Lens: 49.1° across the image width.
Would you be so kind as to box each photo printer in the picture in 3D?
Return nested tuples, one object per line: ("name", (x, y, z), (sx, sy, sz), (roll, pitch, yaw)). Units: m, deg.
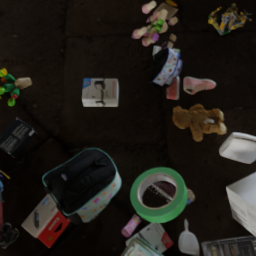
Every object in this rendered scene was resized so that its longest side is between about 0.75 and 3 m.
("photo printer", (4.148, 0.727, 10.134), (1.291, 1.551, 0.539), (16, 67, 7))

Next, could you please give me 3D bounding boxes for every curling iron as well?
("curling iron", (-4.396, 2.665, 9.759), (0.717, 0.370, 2.892), (-24, 67, 4))

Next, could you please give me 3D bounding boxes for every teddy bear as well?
("teddy bear", (2.826, -0.246, 11.173), (2.247, 0.750, 1.629), (-13, 72, -14))

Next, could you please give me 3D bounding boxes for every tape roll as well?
("tape roll", (0.974, 2.130, 9.042), (1.807, 0.434, 1.807), (-14, 43, 13))

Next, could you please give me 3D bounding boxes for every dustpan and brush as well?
("dustpan and brush", (1.995, 3.619, 9.354), (0.791, 0.324, 1.134), (22, 59, -22))

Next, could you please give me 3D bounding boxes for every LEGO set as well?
("LEGO set", (4.868, -5.408, 13.440), (1.830, 1.060, 1.407), (-14, 65, -7))

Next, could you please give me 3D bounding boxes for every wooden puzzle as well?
("wooden puzzle", (1.901, -5.879, 14.186), (1.052, 0.182, 1.559), (37, 69, 21))

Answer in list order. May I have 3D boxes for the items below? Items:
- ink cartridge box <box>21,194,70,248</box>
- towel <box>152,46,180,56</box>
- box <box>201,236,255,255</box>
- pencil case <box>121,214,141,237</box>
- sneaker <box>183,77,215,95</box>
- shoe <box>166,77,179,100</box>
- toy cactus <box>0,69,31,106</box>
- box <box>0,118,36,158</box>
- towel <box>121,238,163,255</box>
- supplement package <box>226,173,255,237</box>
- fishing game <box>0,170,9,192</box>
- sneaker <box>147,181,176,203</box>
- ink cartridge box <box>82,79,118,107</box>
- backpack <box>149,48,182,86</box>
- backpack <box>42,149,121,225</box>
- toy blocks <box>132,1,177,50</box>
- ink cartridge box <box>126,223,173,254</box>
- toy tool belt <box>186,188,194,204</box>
("ink cartridge box", (-2.731, 3.165, 9.627), (1.204, 0.305, 1.366), (32, 68, 16))
("towel", (1.741, -3.357, 12.917), (1.230, 0.189, 0.918), (8, 65, 4))
("box", (3.444, 4.659, 8.746), (1.777, 0.542, 2.243), (-7, 64, -3))
("pencil case", (0.105, 3.270, 9.372), (0.345, 0.345, 0.789), (34, 43, 15))
("sneaker", (3.002, -1.701, 11.903), (1.355, 0.510, 0.708), (11, 64, 4))
("shoe", (1.891, -1.735, 11.992), (0.515, 0.405, 1.133), (5, 67, -1))
("toy cactus", (-4.953, -1.844, 11.869), (1.581, 0.980, 1.917), (-21, 57, -21))
("box", (-4.387, 0.371, 10.896), (0.899, 0.502, 1.273), (33, 68, 12))
("towel", (0.516, 4.585, 8.441), (2.067, 0.498, 1.770), (36, 94, 8))
("supplement package", (4.793, 2.321, 8.974), (2.399, 1.869, 1.330), (-22, 109, -11))
("fishing game", (-5.151, 2.201, 10.033), (1.222, 0.265, 1.707), (42, 70, 6))
("sneaker", (1.269, 2.068, 10.108), (1.389, 0.525, 0.802), (37, 64, 6))
("ink cartridge box", (-1.149, -1.480, 11.748), (1.443, 0.604, 1.047), (0, 64, 0))
("backpack", (1.621, -2.595, 11.856), (1.149, 1.421, 1.492), (12, 63, -13))
("backpack", (-1.366, 1.871, 9.374), (2.230, 1.710, 1.960), (-41, 53, -11))
("toy blocks", (1.136, -4.480, 12.887), (1.796, 1.512, 1.679), (22, 81, -26))
("ink cartridge box", (0.677, 3.788, 9.166), (1.276, 0.534, 0.921), (-32, 67, -12))
("toy tool belt", (1.934, 2.399, 9.601), (0.609, 0.975, 0.599), (17, 75, 26))
